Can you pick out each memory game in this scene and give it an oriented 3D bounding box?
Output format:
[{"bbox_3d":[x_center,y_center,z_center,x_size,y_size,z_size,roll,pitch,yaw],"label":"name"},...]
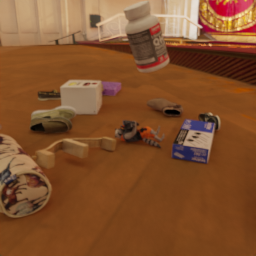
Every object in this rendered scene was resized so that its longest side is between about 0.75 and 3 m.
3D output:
[{"bbox_3d":[-2.156,-2.044,15.037,1.734,0.110,1.734,-3,43,3],"label":"memory game"}]

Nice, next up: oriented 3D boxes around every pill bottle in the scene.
[{"bbox_3d":[0.723,-3.828,11.847,1.473,2.660,1.473,-16,30,10],"label":"pill bottle"}]

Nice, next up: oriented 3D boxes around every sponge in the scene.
[{"bbox_3d":[-2.014,-2.301,16.074,2.985,0.445,1.665,4,23,8],"label":"sponge"}]

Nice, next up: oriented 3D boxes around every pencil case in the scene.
[{"bbox_3d":[-2.896,1.018,6.702,1.213,1.055,2.712,-5,20,-36],"label":"pencil case"}]

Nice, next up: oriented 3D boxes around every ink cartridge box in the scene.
[{"bbox_3d":[2.172,0.368,9.127,1.075,0.506,2.287,9,23,18],"label":"ink cartridge box"}]

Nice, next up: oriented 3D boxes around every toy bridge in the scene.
[{"bbox_3d":[-1.556,0.583,8.016,0.939,0.380,2.794,15,14,34],"label":"toy bridge"}]

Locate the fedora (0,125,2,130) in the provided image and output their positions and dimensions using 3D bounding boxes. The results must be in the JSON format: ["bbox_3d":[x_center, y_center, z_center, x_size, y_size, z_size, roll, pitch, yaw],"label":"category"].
[{"bbox_3d":[-4.743,0.483,8.055,2.322,1.049,2.054,-6,20,3],"label":"fedora"}]

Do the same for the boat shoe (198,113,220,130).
[{"bbox_3d":[3.088,-0.244,10.706,0.459,0.575,1.522,0,9,-2],"label":"boat shoe"}]

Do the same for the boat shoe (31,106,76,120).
[{"bbox_3d":[-2.966,-0.417,11.189,1.801,0.648,0.558,-9,39,-2],"label":"boat shoe"}]

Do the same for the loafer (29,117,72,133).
[{"bbox_3d":[-2.834,-0.025,10.177,1.629,0.613,0.567,-1,32,11],"label":"loafer"}]

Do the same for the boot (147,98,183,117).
[{"bbox_3d":[1.599,-0.881,12.274,1.613,0.566,1.179,3,22,5],"label":"boot"}]

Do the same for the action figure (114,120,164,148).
[{"bbox_3d":[0.276,0.195,9.172,1.597,0.863,1.651,2,-4,18],"label":"action figure"}]

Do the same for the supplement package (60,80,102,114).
[{"bbox_3d":[-2.087,-1.432,12.747,1.583,1.218,1.656,1,20,2],"label":"supplement package"}]

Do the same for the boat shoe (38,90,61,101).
[{"bbox_3d":[-3.935,-1.741,14.610,1.500,0.452,0.535,-8,23,-20],"label":"boat shoe"}]
